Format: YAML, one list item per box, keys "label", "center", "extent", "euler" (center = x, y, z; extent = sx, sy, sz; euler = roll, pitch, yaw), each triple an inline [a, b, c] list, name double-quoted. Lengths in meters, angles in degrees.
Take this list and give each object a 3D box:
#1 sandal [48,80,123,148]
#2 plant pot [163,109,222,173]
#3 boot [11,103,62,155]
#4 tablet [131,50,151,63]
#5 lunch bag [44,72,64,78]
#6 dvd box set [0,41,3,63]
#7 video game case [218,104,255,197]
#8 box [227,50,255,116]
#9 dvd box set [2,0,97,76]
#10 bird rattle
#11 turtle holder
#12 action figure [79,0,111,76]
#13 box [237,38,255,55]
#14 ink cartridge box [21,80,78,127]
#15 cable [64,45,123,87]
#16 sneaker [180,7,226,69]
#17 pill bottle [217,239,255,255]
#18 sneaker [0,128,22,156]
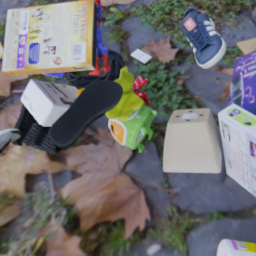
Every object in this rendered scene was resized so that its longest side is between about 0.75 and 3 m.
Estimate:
- label: "sandal"
  center: [-1.070, -0.406, 7.072]
  extent: [0.859, 0.547, 2.286]
  euler: [45, 69, 5]
- label: "plant pot"
  center: [1.634, 0.245, 7.181]
  extent: [1.397, 1.238, 1.399]
  euler: [-2, 23, 21]
- label: "boot"
  center: [-2.924, -0.243, 10.055]
  extent: [1.799, 0.905, 2.406]
  euler: [7, 66, 13]
- label: "tablet"
  center: [0.590, -3.245, 12.664]
  extent: [0.826, 0.056, 0.538]
  euler: [36, 62, 21]
- label: "lunch bag"
  center: [-2.941, -2.227, 8.857]
  extent: [1.581, 0.988, 2.100]
  euler: [10, 27, -29]
- label: "dvd box set"
  center: [-6.310, -3.469, 12.695]
  extent: [1.257, 0.253, 1.718]
  euler: [-21, 58, -14]
- label: "video game case"
  center: [2.958, 0.810, 6.150]
  extent: [0.504, 2.218, 2.010]
  euler: [-32, 40, -9]
- label: "box"
  center: [3.550, -0.768, 7.062]
  extent: [1.210, 1.716, 2.319]
  euler: [16, 79, -16]
- label: "dvd box set"
  center: [-1.950, -2.230, 7.006]
  extent: [2.376, 0.349, 1.738]
  euler: [-2, 80, 12]
- label: "bird rattle"
  center: [-0.500, -1.335, 9.868]
  extent: [2.414, 1.668, 2.961]
  euler: [-2, 15, 7]
- label: "turtle holder"
  center: [0.210, -0.274, 9.710]
  extent: [1.401, 1.499, 1.973]
  euler: [23, 73, 14]
- label: "action figure"
  center: [-1.181, -3.171, 8.982]
  extent: [0.734, 2.840, 0.929]
  euler: [15, 30, 41]
- label: "box"
  center: [5.989, -3.413, 12.701]
  extent: [1.426, 0.186, 1.744]
  euler: [-15, 58, -10]
- label: "ink cartridge box"
  center: [-2.387, -0.820, 9.815]
  extent: [1.520, 0.858, 2.071]
  euler: [45, 23, 25]
- label: "cable"
  center: [-1.471, -2.468, 11.867]
  extent: [2.134, 0.664, 2.616]
  euler: [39, 61, 18]
- label: "sneaker"
  center: [2.334, -3.106, 9.331]
  extent: [1.228, 1.089, 2.906]
  euler: [35, 34, -27]
- label: "pill bottle"
  center: [3.547, 3.666, 7.248]
  extent: [2.256, 1.176, 1.176]
  euler: [8, 56, 5]
- label: "sneaker"
  center: [-2.958, 0.442, 6.248]
  extent: [0.557, 0.519, 1.405]
  euler: [49, 40, 4]
